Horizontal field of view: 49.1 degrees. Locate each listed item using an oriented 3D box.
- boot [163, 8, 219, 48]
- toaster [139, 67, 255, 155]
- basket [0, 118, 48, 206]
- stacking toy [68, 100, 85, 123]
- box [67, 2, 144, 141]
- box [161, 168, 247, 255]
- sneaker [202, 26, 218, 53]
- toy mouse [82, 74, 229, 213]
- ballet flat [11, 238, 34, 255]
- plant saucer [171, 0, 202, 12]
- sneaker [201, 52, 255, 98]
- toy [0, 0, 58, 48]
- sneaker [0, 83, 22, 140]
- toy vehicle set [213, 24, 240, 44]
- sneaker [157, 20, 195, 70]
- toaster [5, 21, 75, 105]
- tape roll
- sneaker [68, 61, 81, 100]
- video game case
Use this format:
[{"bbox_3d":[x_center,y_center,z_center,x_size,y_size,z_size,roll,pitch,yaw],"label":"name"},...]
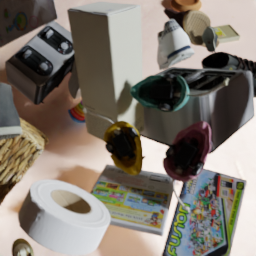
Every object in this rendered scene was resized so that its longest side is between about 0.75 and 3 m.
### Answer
[{"bbox_3d":[1.629,-3.086,8.266,1.823,0.793,2.192,44,18,30],"label":"boot"},{"bbox_3d":[1.552,-0.543,7.275,2.665,1.582,2.410,-30,30,-34],"label":"toaster"},{"bbox_3d":[-3.056,0.729,6.006,1.642,1.714,2.301,38,86,-13],"label":"basket"},{"bbox_3d":[-1.327,-0.633,8.326,0.543,0.936,0.514,15,35,-44],"label":"stacking toy"},{"bbox_3d":[-0.395,-1.119,6.216,1.220,2.970,1.016,24,41,33],"label":"box"},{"bbox_3d":[1.550,2.053,5.854,1.278,0.403,2.322,14,77,19],"label":"box"},{"bbox_3d":[2.194,-2.465,7.457,0.323,0.863,0.458,8,66,25],"label":"sneaker"},{"bbox_3d":[0.828,-0.032,5.422,2.648,0.577,2.980,-39,65,13],"label":"toy mouse"},{"bbox_3d":[-1.741,2.237,4.689,0.360,0.360,1.019,-20,47,-16],"label":"ballet flat"},{"bbox_3d":[2.725,-5.855,13.059,1.440,0.270,1.440,0,51,1],"label":"plant saucer"},{"bbox_3d":[3.366,-1.548,7.850,2.563,1.361,0.959,-7,60,19],"label":"sneaker"},{"bbox_3d":[-3.148,-3.445,8.299,2.751,1.584,0.649,-13,3,25],"label":"toy"},{"bbox_3d":[-2.726,-0.227,4.509,1.819,0.680,0.966,-7,79,-43],"label":"sneaker"},{"bbox_3d":[3.671,-3.811,11.453,1.502,0.199,0.933,-12,52,-9],"label":"toy vehicle set"},{"bbox_3d":[1.250,-2.344,8.173,0.983,2.573,1.036,-27,95,-1],"label":"sneaker"},{"bbox_3d":[-2.481,-1.855,8.363,1.264,2.130,1.926,40,67,-7],"label":"toaster"},{"bbox_3d":[-1.117,1.532,4.986,1.554,1.554,0.544,29,96,21],"label":"tape roll"},{"bbox_3d":[-0.932,-1.635,8.446,1.356,2.347,0.865,-20,87,-26],"label":"sneaker"},{"bbox_3d":[0.059,1.567,6.465,1.866,0.214,1.698,8,34,15],"label":"video game case"}]
